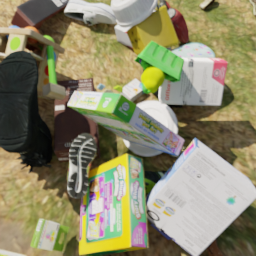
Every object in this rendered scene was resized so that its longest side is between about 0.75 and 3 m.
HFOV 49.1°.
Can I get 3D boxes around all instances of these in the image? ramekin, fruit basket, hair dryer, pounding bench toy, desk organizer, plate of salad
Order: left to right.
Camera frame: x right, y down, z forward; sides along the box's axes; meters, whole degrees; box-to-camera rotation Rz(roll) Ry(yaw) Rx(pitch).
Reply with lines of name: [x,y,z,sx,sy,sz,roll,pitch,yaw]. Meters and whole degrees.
pounding bench toy: [-2.710,-1.918,8.318,2.435,1.512,1.899,13,89,27]
desk organizer: [-3.360,-4.487,10.824,0.841,0.903,2.345,45,48,-13]
ramekin: [0.130,-3.866,8.665,1.474,0.686,1.474,-20,47,23]
plate of salad: [0.651,0.024,8.528,1.750,0.420,1.750,-6,73,20]
fruit basket: [0.667,-1.346,6.819,1.256,0.906,1.256,-1,96,-6]
hair dryer: [1.576,-4.160,10.034,0.676,2.488,1.895,-22,22,25]

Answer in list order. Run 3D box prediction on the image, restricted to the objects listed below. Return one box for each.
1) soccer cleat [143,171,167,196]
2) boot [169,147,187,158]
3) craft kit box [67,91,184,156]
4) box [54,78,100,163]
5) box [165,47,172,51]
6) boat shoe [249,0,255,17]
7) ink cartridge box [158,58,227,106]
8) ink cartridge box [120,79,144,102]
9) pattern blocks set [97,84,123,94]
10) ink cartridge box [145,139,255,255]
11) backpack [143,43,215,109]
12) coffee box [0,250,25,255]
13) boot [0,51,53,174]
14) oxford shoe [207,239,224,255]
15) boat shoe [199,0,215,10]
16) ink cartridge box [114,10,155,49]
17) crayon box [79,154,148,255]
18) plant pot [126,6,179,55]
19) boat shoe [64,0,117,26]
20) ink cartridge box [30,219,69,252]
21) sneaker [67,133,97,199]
soccer cleat: [1.046,1.497,7.706,2.184,0.737,0.885,15,46,6]
boot: [1.714,0.723,8.012,0.990,0.748,0.357,3,87,-2]
craft kit box: [-0.110,-0.142,6.981,2.233,2.206,0.542,13,77,53]
box: [-1.562,-0.274,8.512,1.235,0.925,2.467,-6,63,-4]
box: [1.341,-2.639,10.097,0.492,0.403,1.036,-15,62,-7]
boat shoe: [5.377,-5.208,11.440,0.557,0.558,1.507,0,61,0]
ink cartridge box: [1.719,-1.290,7.733,1.679,1.215,0.708,2,22,-1]
ink cartridge box: [0.097,-1.183,9.353,0.880,0.298,0.507,-39,68,-19]
pattern blocks set: [-0.542,-0.853,8.463,1.216,1.069,0.099,16,39,-31]
ink cartridge box: [1.477,1.776,6.678,1.713,0.959,2.511,38,104,4]
backpack: [1.770,-1.789,9.083,2.169,1.373,1.810,-23,60,-16]
coffee box: [-2.186,3.858,5.183,2.681,2.655,2.685,12,62,6]
boot: [-2.653,-0.295,7.556,1.035,2.291,2.796,-5,72,-1]
oxford shoe: [2.084,3.061,6.890,0.356,0.355,0.997,-38,51,27]
boat shoe: [3.315,-5.226,11.601,0.889,0.321,0.289,-43,70,-15]
ink cartridge box: [0.468,-3.715,10.441,1.178,0.684,1.596,34,65,30]
crayon box: [-0.405,1.912,6.836,0.607,1.798,2.084,25,51,-39]
plant pot: [0.687,-3.017,9.084,1.094,1.240,1.240,-28,106,-18]
boat shoe: [-1.437,-4.343,10.921,2.326,0.855,0.777,23,76,23]
ink cartridge box: [-1.796,2.601,6.710,0.854,0.324,0.632,28,62,-32]
sneaker: [-1.290,0.972,7.307,0.665,0.768,1.702,15,72,-13]
